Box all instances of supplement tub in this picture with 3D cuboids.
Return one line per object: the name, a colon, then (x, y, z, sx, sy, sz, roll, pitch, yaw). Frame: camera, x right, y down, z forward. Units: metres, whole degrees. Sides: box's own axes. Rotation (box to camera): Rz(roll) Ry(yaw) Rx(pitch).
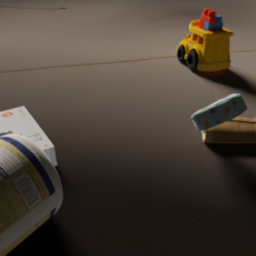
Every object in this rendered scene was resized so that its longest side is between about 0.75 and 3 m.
supplement tub: (-2.716, 1.471, 4.959, 1.918, 1.918, 2.657, 21, 38, 29)

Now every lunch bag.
lunch bag: (2.384, -0.412, 7.491, 1.431, 0.551, 1.147, -25, 0, 21)

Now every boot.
boot: (3.444, -0.215, 8.676, 2.268, 0.750, 1.986, 4, 34, 8)

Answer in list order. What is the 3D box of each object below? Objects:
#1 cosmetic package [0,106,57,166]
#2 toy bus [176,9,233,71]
cosmetic package: (-3.436, 0.435, 7.735, 2.022, 0.693, 2.682, -18, 37, -30)
toy bus: (3.556, -4.220, 13.161, 1.872, 2.649, 2.759, -11, 33, -13)
